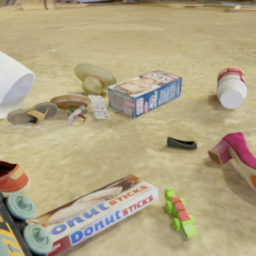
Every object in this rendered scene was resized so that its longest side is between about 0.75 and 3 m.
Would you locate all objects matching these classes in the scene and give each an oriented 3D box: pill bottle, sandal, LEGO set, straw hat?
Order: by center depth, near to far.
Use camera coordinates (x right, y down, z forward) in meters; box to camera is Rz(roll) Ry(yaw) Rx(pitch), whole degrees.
[{"bbox_3d":[-3.318,-0.412,9.787,1.751,0.703,0.473,-14,44,-13],"label":"sandal"},{"bbox_3d":[-1.705,-0.695,10.357,1.831,0.449,1.368,1,43,-27],"label":"LEGO set"},{"bbox_3d":[4.168,-1.620,11.337,1.116,1.116,1.975,8,37,13],"label":"pill bottle"},{"bbox_3d":[-1.485,-1.785,11.681,1.894,1.894,0.802,8,63,14],"label":"straw hat"}]

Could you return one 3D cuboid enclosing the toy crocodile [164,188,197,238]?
[{"bbox_3d":[1.128,1.834,6.114,0.431,0.394,1.277,-6,31,-10],"label":"toy crocodile"}]

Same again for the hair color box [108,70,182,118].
[{"bbox_3d":[0.747,-1.470,11.371,1.477,0.894,2.953,25,39,37],"label":"hair color box"}]

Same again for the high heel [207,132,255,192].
[{"bbox_3d":[3.355,0.866,7.167,1.262,0.886,2.631,-32,27,-14],"label":"high heel"}]

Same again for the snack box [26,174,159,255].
[{"bbox_3d":[-0.794,1.809,5.982,2.921,0.355,1.050,-20,21,-30],"label":"snack box"}]

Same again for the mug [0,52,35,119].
[{"bbox_3d":[-4.879,-1.846,9.550,2.400,2.021,2.737,34,-10,-2],"label":"mug"}]

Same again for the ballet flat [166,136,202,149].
[{"bbox_3d":[1.713,0.460,8.581,1.071,0.304,0.356,4,21,7],"label":"ballet flat"}]

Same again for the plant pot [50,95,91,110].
[{"bbox_3d":[-2.103,-0.894,10.308,1.509,0.207,1.509,-4,-12,-1],"label":"plant pot"}]

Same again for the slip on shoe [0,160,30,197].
[{"bbox_3d":[-3.676,1.094,7.037,2.528,0.773,0.936,7,32,15],"label":"slip on shoe"}]

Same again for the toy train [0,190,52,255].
[{"bbox_3d":[-1.881,1.980,4.258,2.479,1.057,1.413,50,11,23],"label":"toy train"}]
